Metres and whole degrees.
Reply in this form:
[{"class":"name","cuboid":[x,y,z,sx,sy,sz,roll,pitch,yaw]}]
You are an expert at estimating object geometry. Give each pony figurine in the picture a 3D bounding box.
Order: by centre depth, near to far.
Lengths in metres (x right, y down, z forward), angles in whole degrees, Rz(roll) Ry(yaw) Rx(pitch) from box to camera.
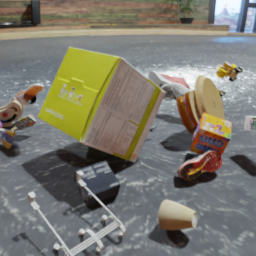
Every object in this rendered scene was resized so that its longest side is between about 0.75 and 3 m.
[{"class":"pony figurine","cuboid":[-5.331,0.166,10.809,1.824,1.519,1.761,22,39,10]}]

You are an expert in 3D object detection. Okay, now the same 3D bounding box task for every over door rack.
[{"class":"over door rack","cuboid":[-1.258,2.197,6.859,1.525,0.688,2.065,-22,54,-37]}]

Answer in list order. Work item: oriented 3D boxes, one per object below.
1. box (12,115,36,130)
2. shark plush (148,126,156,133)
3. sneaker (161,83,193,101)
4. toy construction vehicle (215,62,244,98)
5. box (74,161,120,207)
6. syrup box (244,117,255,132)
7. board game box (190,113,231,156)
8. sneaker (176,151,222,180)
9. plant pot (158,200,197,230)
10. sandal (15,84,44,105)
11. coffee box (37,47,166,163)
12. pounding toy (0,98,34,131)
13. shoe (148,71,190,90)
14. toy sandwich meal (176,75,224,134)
[{"class":"box","cuboid":[-4.261,-0.216,11.501,0.778,0.532,0.155,-24,62,7]},{"class":"shark plush","cuboid":[0.648,0.025,11.145,1.128,0.470,0.513,-3,9,-15]},{"class":"sneaker","cuboid":[2.421,-1.580,13.108,2.051,0.766,0.841,17,28,25]},{"class":"toy construction vehicle","cuboid":[4.473,-2.152,13.950,0.950,2.348,2.697,43,37,16]},{"class":"box","cuboid":[-0.917,1.602,8.142,1.044,0.544,0.951,-15,49,-28]},{"class":"syrup box","cuboid":[4.688,-0.099,9.638,0.522,0.505,1.282,-1,7,-27]},{"class":"board game box","cuboid":[2.852,0.307,9.672,1.034,1.034,1.035,20,38,9]},{"class":"sneaker","cuboid":[2.297,1.175,9.076,1.668,0.649,0.685,-15,-2,-17]},{"class":"plant pot","cuboid":[1.249,2.185,6.843,0.782,0.733,0.733,0,21,34]},{"class":"sandal","cuboid":[-3.703,-1.145,10.490,0.629,0.470,1.641,4,-20,-44]},{"class":"coffee box","cuboid":[-0.908,-0.798,9.718,2.759,2.763,2.732,23,-2,41]},{"class":"pounding toy","cuboid":[-5.240,-0.580,12.310,2.053,1.174,1.178,-5,26,-10]},{"class":"shoe","cuboid":[2.436,-2.714,17.055,1.342,1.054,2.951,-8,30,-25]},{"class":"toy sandwich meal","cuboid":[3.096,-0.827,11.693,0.997,2.911,2.911,-15,14,35]}]
